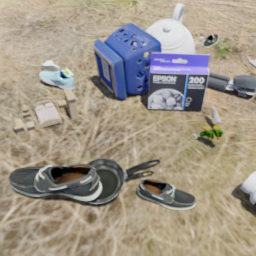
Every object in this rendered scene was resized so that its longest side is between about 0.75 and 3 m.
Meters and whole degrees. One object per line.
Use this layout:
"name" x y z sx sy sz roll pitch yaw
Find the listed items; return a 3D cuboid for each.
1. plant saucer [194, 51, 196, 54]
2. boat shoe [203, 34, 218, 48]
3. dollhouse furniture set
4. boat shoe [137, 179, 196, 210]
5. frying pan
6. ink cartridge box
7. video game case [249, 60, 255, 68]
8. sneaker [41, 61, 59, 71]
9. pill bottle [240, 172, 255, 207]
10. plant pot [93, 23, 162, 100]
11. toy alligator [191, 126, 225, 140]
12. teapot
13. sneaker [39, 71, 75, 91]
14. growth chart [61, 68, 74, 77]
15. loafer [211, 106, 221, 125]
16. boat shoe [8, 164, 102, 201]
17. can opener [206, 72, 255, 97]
"plant saucer" 2.098 -4.127 14.675 3.005 0.578 3.005 0 42 0
"boat shoe" 4.666 -4.939 15.599 0.533 0.501 1.483 26 48 27
"dollhouse furniture set" -3.255 -0.756 10.688 2.363 1.046 1.225 -18 46 -17
"boat shoe" 1.140 1.913 8.129 1.734 0.586 0.623 16 45 5
"frying pan" -0.443 1.353 8.636 2.550 0.415 1.542 -32 52 -18
"ink cartridge box" 1.917 -1.735 10.841 2.226 2.247 0.488 2 34 3
"video game case" 6.745 -3.146 13.933 1.046 0.120 0.952 -14 44 -14
"sneaker" -3.705 -3.072 13.692 0.936 0.345 0.541 11 47 13
"pill bottle" 3.983 1.980 7.736 0.890 0.890 1.602 -31 58 -29
"plant pot" -0.090 -2.737 11.932 2.134 2.374 2.373 -26 49 -18
"toy alligator" 2.823 0.175 9.788 0.326 0.450 1.356 -31 15 -37
"teapot" 1.778 -3.929 12.805 2.836 2.098 2.873 -19 63 -6
"sneaker" -3.134 -2.295 12.442 1.794 0.735 0.663 21 38 11
"growth chart" -3.227 -2.426 13.175 1.292 0.115 0.935 -31 50 -30
"loafer" 3.234 -0.471 10.482 0.263 0.264 0.755 -24 63 18
"boat shoe" -2.208 1.406 8.147 2.856 0.966 1.026 2 45 14
"can opener" 4.183 -2.156 12.226 2.955 0.988 0.788 21 47 21
